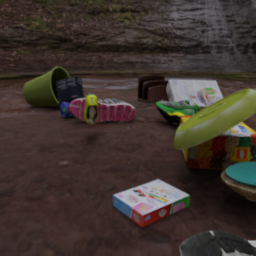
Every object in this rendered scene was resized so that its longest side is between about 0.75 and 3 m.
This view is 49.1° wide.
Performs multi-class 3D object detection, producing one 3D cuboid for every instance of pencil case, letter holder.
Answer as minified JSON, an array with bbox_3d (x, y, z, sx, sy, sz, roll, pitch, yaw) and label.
[{"bbox_3d":[-2.245,-0.905,12.729,1.837,0.717,0.798,-13,-2,-39],"label":"pencil case"},{"bbox_3d":[1.719,-2.445,17.058,2.119,1.506,1.066,-10,18,-34],"label":"letter holder"}]

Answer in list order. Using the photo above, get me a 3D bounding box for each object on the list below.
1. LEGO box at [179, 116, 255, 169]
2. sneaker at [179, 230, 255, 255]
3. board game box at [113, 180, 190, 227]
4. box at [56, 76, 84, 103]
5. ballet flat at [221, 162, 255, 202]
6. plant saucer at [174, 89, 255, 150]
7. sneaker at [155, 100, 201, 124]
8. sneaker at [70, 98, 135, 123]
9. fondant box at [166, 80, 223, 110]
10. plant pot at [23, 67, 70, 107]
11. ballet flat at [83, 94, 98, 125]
[{"bbox_3d":[2.348,0.314,7.666,1.681,0.871,2.257,1,15,4],"label":"LEGO box"},{"bbox_3d":[1.178,1.629,2.606,2.355,1.044,0.906,21,22,-27],"label":"sneaker"},{"bbox_3d":[0.420,1.320,5.088,1.125,0.227,0.861,-10,18,-35],"label":"board game box"},{"bbox_3d":[-2.574,-1.649,12.390,1.044,0.951,0.544,-11,-9,19],"label":"box"},{"bbox_3d":[2.691,1.026,5.119,2.404,0.785,0.848,-3,32,-19],"label":"ballet flat"},{"bbox_3d":[1.799,-0.246,5.806,2.119,0.329,2.119,-31,2,1],"label":"plant saucer"},{"bbox_3d":[1.939,-0.668,10.955,0.954,0.874,2.240,-46,37,-12],"label":"sneaker"},{"bbox_3d":[-1.087,-0.779,11.782,2.677,0.987,1.171,2,14,-10],"label":"sneaker"},{"bbox_3d":[3.050,-1.387,12.768,2.328,0.678,1.680,-1,52,-8],"label":"fondant box"},{"bbox_3d":[-4.303,-1.943,14.753,2.051,2.160,2.160,-8,11,19],"label":"plant pot"},{"bbox_3d":[-1.183,-0.436,9.002,0.497,1.487,0.498,-8,55,-13],"label":"ballet flat"}]
